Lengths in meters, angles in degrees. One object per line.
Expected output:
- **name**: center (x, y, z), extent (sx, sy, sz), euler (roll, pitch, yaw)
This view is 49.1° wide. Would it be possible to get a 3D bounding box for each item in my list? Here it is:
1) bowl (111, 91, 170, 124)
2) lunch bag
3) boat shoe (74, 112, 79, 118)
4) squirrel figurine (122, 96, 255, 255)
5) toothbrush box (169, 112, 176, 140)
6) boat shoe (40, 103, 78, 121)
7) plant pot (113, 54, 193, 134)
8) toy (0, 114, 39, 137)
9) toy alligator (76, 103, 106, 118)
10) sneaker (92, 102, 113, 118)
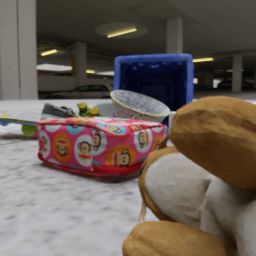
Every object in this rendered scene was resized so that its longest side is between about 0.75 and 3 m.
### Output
- **bowl**: center (0.283, -0.453, 9.658), extent (2.106, 0.988, 2.106), euler (16, 22, -7)
- **lunch bag**: center (-0.512, 0.256, 6.360), extent (2.643, 1.083, 2.328), euler (6, 10, 37)
- **boat shoe**: center (-3.257, -0.539, 15.158), extent (1.292, 0.464, 0.437), euler (-13, -24, -32)
- **squirrel figurine**: center (1.287, 0.747, 1.834), extent (2.713, 1.920, 2.532), euler (13, -5, -12)
- **toothbrush box**: center (2.599, 0.010, 8.589), extent (2.311, 0.986, 1.692), euler (-3, 8, -11)
- **boat shoe**: center (-2.521, -0.476, 11.460), extent (0.914, 0.823, 2.585), euler (8, -3, 22)
- **plant pot**: center (1.020, -1.207, 11.153), extent (2.876, 2.876, 2.586), euler (0, 2, 8)
- **toy**: center (-3.454, -0.015, 9.775), extent (2.585, 0.610, 1.489), euler (11, 0, 7)
- **toy alligator**: center (-1.419, -0.395, 12.025), extent (2.414, 0.800, 0.580), euler (26, 57, 24)
- **sneaker**: center (-0.193, -0.578, 13.222), extent (2.998, 1.108, 1.228), euler (8, -1, 0)
